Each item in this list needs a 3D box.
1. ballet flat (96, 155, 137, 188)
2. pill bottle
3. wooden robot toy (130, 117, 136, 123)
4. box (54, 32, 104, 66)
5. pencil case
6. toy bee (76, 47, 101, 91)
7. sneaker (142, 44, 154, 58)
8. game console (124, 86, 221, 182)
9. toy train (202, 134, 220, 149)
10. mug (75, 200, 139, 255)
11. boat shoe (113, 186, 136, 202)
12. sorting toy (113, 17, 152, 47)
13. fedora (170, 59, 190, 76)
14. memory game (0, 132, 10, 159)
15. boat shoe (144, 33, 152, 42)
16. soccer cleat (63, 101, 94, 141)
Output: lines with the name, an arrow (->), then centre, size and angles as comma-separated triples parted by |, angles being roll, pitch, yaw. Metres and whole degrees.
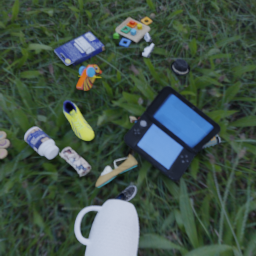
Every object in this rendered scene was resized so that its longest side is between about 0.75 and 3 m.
ballet flat -> -0.512, 1.571, 10.436 | 1.798, 0.617, 0.567 | -27, 85, -21
pill bottle -> -3.359, 0.617, 10.942 | 1.308, 0.726, 0.726 | 37, 67, 19
wooden robot toy -> 0.606, 0.008, 11.475 | 1.409, 0.639, 0.621 | 18, 24, -15
box -> -2.382, -3.794, 13.645 | 2.110, 0.342, 1.278 | -33, 65, -18
pencil case -> -2.024, 1.278, 10.660 | 1.251, 0.487, 0.559 | 39, 35, 16
toy bee -> -1.612, -2.463, 12.623 | 1.214, 1.008, 1.854 | 37, 99, 36
sneaker -> 0.991, -3.813, 13.678 | 0.392, 0.335, 0.899 | 21, 59, 19
game console -> 1.578, 0.248, 10.328 | 2.634, 1.533, 2.317 | 39, 66, 2
toy train -> 3.084, 0.452, 11.178 | 1.209, 0.515, 0.689 | -12, 80, -9
mug -> -0.663, 3.242, 8.882 | 2.090, 1.543, 1.832 | 20, 58, -14
boat shoe -> -0.165, 2.460, 10.109 | 1.128, 0.374, 0.395 | -32, 66, -17
sorting toy -> 0.248, -5.122, 14.403 | 1.376, 0.333, 2.444 | 34, 66, 18
fedora -> 2.476, -2.923, 13.104 | 0.964, 0.440, 0.964 | 0, 60, 0
memory game -> -5.794, 0.856, 10.975 | 2.241, 0.143, 2.241 | -1, 53, 1
boat shoe -> 1.030, -4.501, 14.013 | 0.288, 0.303, 0.868 | 18, 29, -20
soccer cleat -> -2.087, -0.295, 11.377 | 0.646, 0.836, 1.999 | -32, 64, -14
